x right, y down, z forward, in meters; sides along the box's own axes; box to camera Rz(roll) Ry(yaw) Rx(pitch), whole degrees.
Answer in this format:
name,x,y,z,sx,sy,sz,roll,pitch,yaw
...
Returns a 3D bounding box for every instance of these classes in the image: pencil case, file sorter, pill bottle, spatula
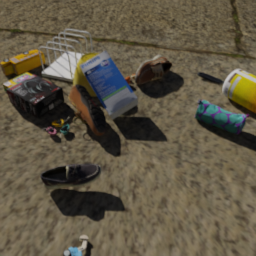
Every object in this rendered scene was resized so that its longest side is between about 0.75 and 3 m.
name,x,y,z,sx,sy,sz,roll,pitch,yaw
pencil case,3.736,-0.469,11.385,2.000,0.851,0.924,26,76,26
file sorter,-3.167,-3.912,14.737,1.835,1.647,2.644,14,43,15
pill bottle,5.490,-1.461,12.142,1.368,1.368,2.504,-26,48,-27
spatula,4.831,-2.275,13.863,2.952,0.303,0.834,20,59,24

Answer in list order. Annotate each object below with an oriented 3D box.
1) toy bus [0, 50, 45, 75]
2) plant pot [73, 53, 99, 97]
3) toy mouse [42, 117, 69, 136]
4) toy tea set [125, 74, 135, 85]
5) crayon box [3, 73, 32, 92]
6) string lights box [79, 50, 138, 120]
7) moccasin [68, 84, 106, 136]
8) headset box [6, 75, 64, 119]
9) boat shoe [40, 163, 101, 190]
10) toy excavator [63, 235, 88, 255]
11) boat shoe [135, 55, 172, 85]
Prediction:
name,x,y,z,sx,sy,sz,roll,pitch,yaw
toy bus,-5.582,-3.446,14.916,0.849,0.706,2.169,31,49,29
plant pot,-1.689,-2.717,13.484,2.087,1.482,2.087,0,41,0
toy mouse,-2.785,0.108,11.204,1.226,0.237,1.090,-16,43,-17
toy tea set,0.110,-2.385,14.064,1.020,0.377,0.606,-26,18,-23
crayon box,-5.179,-2.113,13.599,0.851,0.418,1.434,28,48,28
string lights box,-0.819,-1.832,11.885,1.346,0.773,2.620,-31,75,-4
moccasin,-1.742,-0.641,11.407,0.953,1.005,2.605,3,43,-55
headset box,-4.210,-1.486,12.581,2.137,0.825,1.590,28,48,26
boat shoe,-1.835,1.491,8.919,1.934,0.627,0.696,-10,57,3
toy excavator,-1.360,3.337,7.484,0.804,0.401,0.782,-7,39,-29
boat shoe,1.326,-2.908,14.111,0.951,1.003,2.648,28,50,26
